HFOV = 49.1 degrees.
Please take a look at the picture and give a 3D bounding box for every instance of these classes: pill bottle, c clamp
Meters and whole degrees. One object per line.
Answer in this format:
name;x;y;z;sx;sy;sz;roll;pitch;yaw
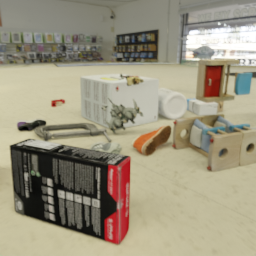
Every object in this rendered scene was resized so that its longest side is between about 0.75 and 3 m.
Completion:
pill bottle;1.852;-1.304;14.115;1.304;1.304;2.281;-6;19;-20
c clamp;-2.260;0.117;11.067;2.872;0.389;2.453;-3;17;-11

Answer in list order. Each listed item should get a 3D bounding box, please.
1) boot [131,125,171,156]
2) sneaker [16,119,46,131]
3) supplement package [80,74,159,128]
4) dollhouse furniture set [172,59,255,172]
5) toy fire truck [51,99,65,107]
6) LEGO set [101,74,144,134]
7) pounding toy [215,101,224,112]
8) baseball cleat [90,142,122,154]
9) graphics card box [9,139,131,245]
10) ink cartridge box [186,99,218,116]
boot;0.812;0.317;9.613;1.541;0.578;0.826;-34;33;-31
sneaker;-4.024;-0.041;11.743;1.192;0.451;0.522;-7;38;-21
supplement package;-0.439;-1.363;13.046;2.614;2.010;2.734;-12;20;-35
dollhouse furniture set;2.855;-0.553;8.791;2.100;2.997;2.112;-7;19;-23
toy fire truck;-4.109;-1.464;16.386;1.099;0.268;0.775;-14;23;-41
LEGO set;-0.169;-0.726;10.522;1.651;2.542;0.720;-7;35;-8
pounding toy;4.808;-1.302;14.740;0.478;0.918;1.045;-4;18;-12
baseball cleat;-0.958;0.828;8.606;0.969;0.635;1.822;3;7;30
graphics card box;-1.181;1.179;5.602;2.519;1.580;0.641;7;16;22
ink cartridge box;3.833;-1.121;14.685;1.050;0.606;1.448;-4;18;-15
